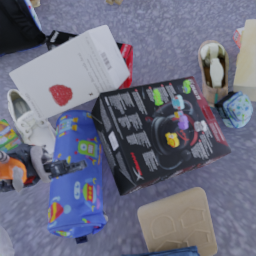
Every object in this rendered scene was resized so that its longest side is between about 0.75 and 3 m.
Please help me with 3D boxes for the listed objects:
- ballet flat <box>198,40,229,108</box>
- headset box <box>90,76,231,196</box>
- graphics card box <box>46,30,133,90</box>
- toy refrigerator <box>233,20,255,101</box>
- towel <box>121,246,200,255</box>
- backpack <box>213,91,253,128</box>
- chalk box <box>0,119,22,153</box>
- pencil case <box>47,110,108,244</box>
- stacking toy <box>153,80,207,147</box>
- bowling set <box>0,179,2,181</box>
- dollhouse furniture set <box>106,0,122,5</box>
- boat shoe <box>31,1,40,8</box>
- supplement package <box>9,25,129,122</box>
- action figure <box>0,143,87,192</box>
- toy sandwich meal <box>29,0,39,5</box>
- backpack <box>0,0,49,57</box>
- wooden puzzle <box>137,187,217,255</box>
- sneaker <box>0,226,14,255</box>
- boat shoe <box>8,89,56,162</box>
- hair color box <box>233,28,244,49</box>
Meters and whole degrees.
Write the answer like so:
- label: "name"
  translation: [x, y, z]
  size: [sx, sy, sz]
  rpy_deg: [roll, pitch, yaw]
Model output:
- label: "ballet flat"
  translation: [2.562, -1.873, 8.252]
  size: [0.908, 0.897, 2.668]
  rpy_deg: [-6, 58, 12]
- label: "headset box"
  translation: [0.853, 0.073, 6.541]
  size: [2.845, 1.067, 2.115]
  rpy_deg: [-15, 72, -25]
- label: "graphics card box"
  translation: [-1.044, -1.870, 7.989]
  size: [2.301, 1.443, 0.585]
  rpy_deg: [15, 61, 8]
- label: "toy refrigerator"
  translation: [3.523, -1.942, 8.021]
  size: [0.766, 0.831, 2.189]
  rpy_deg: [10, 73, 25]
- label: "towel"
  translation: [0.650, 2.942, 5.610]
  size: [1.656, 0.402, 0.925]
  rpy_deg: [-7, 92, -4]
- label: "backpack"
  translation: [2.847, -0.441, 7.395]
  size: [0.795, 0.638, 0.868]
  rpy_deg: [-35, 107, -16]
- label: "chalk box"
  translation: [-3.108, 0.339, 7.187]
  size: [0.569, 0.566, 0.915]
  rpy_deg: [-38, 66, -19]
- label: "pencil case"
  translation: [-1.107, 1.020, 6.439]
  size: [1.274, 1.145, 2.934]
  rpy_deg: [11, 56, -23]
- label: "stacking toy"
  translation: [1.085, -0.320, 5.795]
  size: [0.916, 0.285, 1.215]
  rpy_deg: [-21, 97, -28]
- label: "bowling set"
  translation: [-4.178, 1.316, 5.980]
  size: [1.379, 1.788, 2.569]
  rpy_deg: [24, 58, 15]
- label: "dollhouse furniture set"
  translation: [0.045, -4.882, 10.395]
  size: [1.351, 0.751, 1.195]
  rpy_deg: [31, 95, 5]
- label: "boat shoe"
  translation: [-3.644, -4.503, 10.239]
  size: [0.799, 0.258, 0.285]
  rpy_deg: [-32, 64, -17]
- label: "supplement package"
  translation: [-1.373, -1.323, 6.871]
  size: [2.291, 1.389, 1.372]
  rpy_deg: [-20, 19, 23]
- label: "action figure"
  translation: [-1.430, 0.484, 4.005]
  size: [1.521, 1.472, 0.796]
  rpy_deg: [-16, 94, 7]
- label: "toy sandwich meal"
  translation: [-3.818, -4.918, 10.006]
  size: [1.957, 0.670, 1.957]
  rpy_deg: [-9, 52, 12]
- label: "backpack"
  translation: [-3.873, -3.473, 8.450]
  size: [2.389, 2.276, 1.840]
  rpy_deg: [-22, 62, -11]
- label: "wooden puzzle"
  translation: [1.037, 2.119, 5.883]
  size: [1.439, 0.360, 1.554]
  rpy_deg: [-18, 103, -6]
- label: "sneaker"
  translation: [-2.835, 3.080, 5.414]
  size: [1.200, 0.831, 2.142]
  rpy_deg: [-15, 60, -10]
- label: "boat shoe"
  translation: [-2.551, -0.113, 7.309]
  size: [0.823, 0.805, 2.323]
  rpy_deg: [-36, 66, -19]
- label: "hair color box"
  translation: [4.055, -2.616, 8.946]
  size: [0.764, 0.440, 1.377]
  rpy_deg: [-17, 66, -7]
